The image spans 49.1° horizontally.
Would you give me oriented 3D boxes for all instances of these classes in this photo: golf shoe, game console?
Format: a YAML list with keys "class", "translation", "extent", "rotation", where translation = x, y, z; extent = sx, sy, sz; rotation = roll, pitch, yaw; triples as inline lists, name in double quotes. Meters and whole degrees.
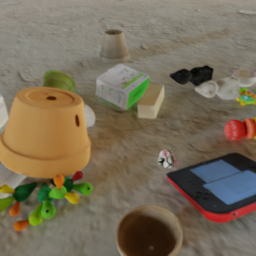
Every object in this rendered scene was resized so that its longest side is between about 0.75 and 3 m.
- class: "golf shoe"
  translation: [1.119, 0.939, 8.667]
  extent: [0.521, 0.411, 1.132]
  rotation: [-4, 9, -10]
- class: "game console"
  translation: [2.761, 1.492, 7.848]
  extent: [2.707, 0.420, 2.394]
  rotation: [-13, 26, -18]

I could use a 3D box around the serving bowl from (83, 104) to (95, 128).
- class: "serving bowl"
  translation: [-2.005, -0.650, 10.588]
  extent: [1.665, 0.548, 1.665]
  rotation: [18, 22, -7]

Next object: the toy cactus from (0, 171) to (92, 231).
- class: "toy cactus"
  translation: [-2.363, 1.599, 7.641]
  extent: [2.570, 1.314, 2.121]
  rotation: [-19, 30, -10]

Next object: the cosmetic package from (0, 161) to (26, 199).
- class: "cosmetic package"
  translation: [-4.200, 1.440, 8.140]
  extent: [1.835, 0.629, 2.434]
  rotation: [11, 37, 18]

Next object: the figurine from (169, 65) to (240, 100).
- class: "figurine"
  translation: [3.265, -1.884, 11.888]
  extent: [2.294, 1.012, 2.351]
  rotation: [-10, 34, -38]

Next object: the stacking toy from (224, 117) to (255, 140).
- class: "stacking toy"
  translation: [4.783, -0.020, 9.854]
  extent: [2.713, 1.158, 1.158]
  rotation: [-6, 36, 0]

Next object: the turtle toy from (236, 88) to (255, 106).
- class: "turtle toy"
  translation: [5.101, -1.370, 12.105]
  extent: [0.717, 0.497, 0.984]
  rotation: [-6, 37, -9]

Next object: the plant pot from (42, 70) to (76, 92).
- class: "plant pot"
  translation: [-3.030, -1.403, 11.474]
  extent: [1.409, 1.409, 1.338]
  rotation: [8, 58, 11]

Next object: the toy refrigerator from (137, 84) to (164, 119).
- class: "toy refrigerator"
  translation: [0.974, -1.114, 11.660]
  extent: [0.704, 0.649, 1.854]
  rotation: [5, 35, 17]

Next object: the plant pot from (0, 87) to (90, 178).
- class: "plant pot"
  translation: [-2.422, -0.038, 8.469]
  extent: [2.744, 1.921, 2.744]
  rotation: [10, 24, -4]

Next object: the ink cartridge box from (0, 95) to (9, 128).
- class: "ink cartridge box"
  translation: [-6.134, -0.356, 10.156]
  extent: [2.744, 1.164, 1.999]
  rotation: [3, 36, 6]

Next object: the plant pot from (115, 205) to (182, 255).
- class: "plant pot"
  translation: [0.498, 2.576, 6.432]
  extent: [1.516, 0.700, 1.516]
  rotation: [-8, 36, 6]

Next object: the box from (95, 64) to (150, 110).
- class: "box"
  translation: [-0.233, -1.879, 12.263]
  extent: [1.641, 0.899, 1.860]
  rotation: [26, 43, 19]

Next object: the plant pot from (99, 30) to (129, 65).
- class: "plant pot"
  translation: [-0.804, -4.580, 15.661]
  extent: [1.745, 1.514, 1.745]
  rotation: [-1, 37, 0]

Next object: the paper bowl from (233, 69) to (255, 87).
- class: "paper bowl"
  translation: [5.541, -2.345, 13.384]
  extent: [1.080, 0.562, 1.080]
  rotation: [0, 36, 0]
